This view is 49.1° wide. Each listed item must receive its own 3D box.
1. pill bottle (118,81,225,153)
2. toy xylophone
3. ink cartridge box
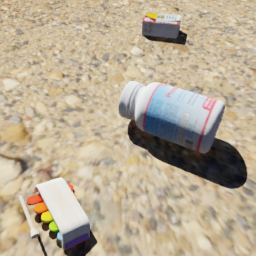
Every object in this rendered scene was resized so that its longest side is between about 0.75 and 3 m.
[{"bbox_3d":[1.104,-0.396,7.484,2.570,1.397,1.397,21,48,20],"label":"pill bottle"},{"bbox_3d":[-1.559,1.719,5.872,1.245,0.427,1.700,-7,41,-29],"label":"toy xylophone"},{"bbox_3d":[1.486,-4.576,12.274,1.528,0.641,1.341,9,44,10],"label":"ink cartridge box"}]
